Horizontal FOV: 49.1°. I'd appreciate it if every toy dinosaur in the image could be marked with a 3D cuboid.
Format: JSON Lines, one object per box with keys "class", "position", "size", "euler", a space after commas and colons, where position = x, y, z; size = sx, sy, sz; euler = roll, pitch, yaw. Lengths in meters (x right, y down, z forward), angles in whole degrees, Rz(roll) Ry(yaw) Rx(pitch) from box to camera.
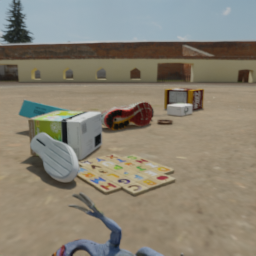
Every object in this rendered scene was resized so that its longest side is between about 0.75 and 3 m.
{"class": "toy dinosaur", "position": [-0.146, 1.721, 3.186], "size": [1.017, 1.937, 1.758], "euler": [-53, 16, -27]}

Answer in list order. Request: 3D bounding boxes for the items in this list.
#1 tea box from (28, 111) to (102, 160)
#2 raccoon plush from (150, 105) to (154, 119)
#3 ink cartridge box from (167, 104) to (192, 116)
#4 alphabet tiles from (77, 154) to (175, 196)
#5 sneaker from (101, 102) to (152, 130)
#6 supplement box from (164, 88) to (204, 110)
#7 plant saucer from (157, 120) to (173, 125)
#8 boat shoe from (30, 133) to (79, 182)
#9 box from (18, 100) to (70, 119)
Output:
{"class": "tea box", "position": [-1.901, 0.162, 8.792], "size": [1.700, 1.154, 1.728], "euler": [2, 12, 14]}
{"class": "raccoon plush", "position": [0.607, -0.678, 14.494], "size": [1.046, 0.755, 1.561], "euler": [-8, -15, -29]}
{"class": "ink cartridge box", "position": [2.991, -1.069, 16.273], "size": [0.950, 0.548, 1.305], "euler": [10, 16, 41]}
{"class": "alphabet tiles", "position": [-0.157, 1.078, 7.044], "size": [2.094, 0.080, 2.516], "euler": [-9, 15, -37]}
{"class": "sneaker", "position": [-0.057, -0.639, 12.841], "size": [2.858, 1.113, 1.174], "euler": [-8, 13, -36]}
{"class": "supplement box", "position": [3.720, -1.929, 18.595], "size": [1.935, 1.285, 1.908], "euler": [9, 15, 38]}
{"class": "plant saucer", "position": [1.770, -0.274, 13.480], "size": [0.775, 0.134, 0.775], "euler": [0, 11, 0]}
{"class": "boat shoe", "position": [-1.759, 0.745, 7.090], "size": [2.198, 0.791, 0.682], "euler": [32, -12, 48]}
{"class": "box", "position": [-3.045, -0.436, 11.323], "size": [2.915, 0.716, 1.199], "euler": [14, -8, 36]}
